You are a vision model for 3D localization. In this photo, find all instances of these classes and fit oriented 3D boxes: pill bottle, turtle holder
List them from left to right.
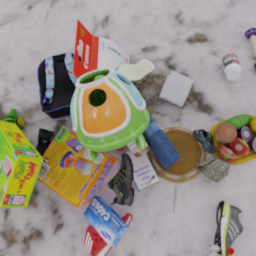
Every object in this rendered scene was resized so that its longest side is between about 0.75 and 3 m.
[{"bbox_3d":[-0.426,-0.595,7.094,1.934,1.808,2.546,-5,30,29],"label":"turtle holder"},{"bbox_3d":[3.945,-2.333,10.669,0.602,0.602,1.056,5,49,2],"label":"pill bottle"}]

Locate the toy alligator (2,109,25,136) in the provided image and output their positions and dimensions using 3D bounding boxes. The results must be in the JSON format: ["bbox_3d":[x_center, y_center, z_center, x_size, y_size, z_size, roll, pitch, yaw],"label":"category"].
[{"bbox_3d":[-4.066,0.326,9.765,0.715,0.654,2.412,-8,69,-3],"label":"toy alligator"}]

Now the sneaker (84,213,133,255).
[{"bbox_3d":[-0.694,3.127,8.616,0.987,0.669,1.708,38,74,11],"label":"sneaker"}]

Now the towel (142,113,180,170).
[{"bbox_3d":[0.833,0.252,9.098,0.547,1.257,2.252,-34,77,-10],"label":"towel"}]

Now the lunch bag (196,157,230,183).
[{"bbox_3d":[2.766,1.304,9.164,0.712,0.510,0.868,-19,33,-40],"label":"lunch bag"}]

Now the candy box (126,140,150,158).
[{"bbox_3d":[-0.126,-0.027,9.038,0.572,1.181,2.025,-35,76,0],"label":"candy box"}]

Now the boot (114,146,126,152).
[{"bbox_3d":[-0.613,0.613,9.744,0.908,0.432,1.174,32,69,17],"label":"boot"}]

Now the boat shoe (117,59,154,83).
[{"bbox_3d":[0.205,-1.903,10.043,0.748,0.626,2.094,46,41,8],"label":"boat shoe"}]

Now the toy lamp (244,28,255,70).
[{"bbox_3d":[5.151,-3.003,11.115,0.595,0.595,2.044,-5,70,-2],"label":"toy lamp"}]

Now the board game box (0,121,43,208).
[{"bbox_3d":[-3.468,0.933,8.174,2.869,0.683,1.457,30,101,49],"label":"board game box"}]

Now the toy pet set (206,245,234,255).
[{"bbox_3d":[2.447,4.298,8.225,1.583,0.900,1.696,-26,104,-9],"label":"toy pet set"}]

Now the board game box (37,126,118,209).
[{"bbox_3d":[-1.544,1.189,8.642,1.694,1.694,1.695,33,86,9],"label":"board game box"}]

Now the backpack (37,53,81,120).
[{"bbox_3d":[-2.224,-1.511,9.984,1.915,1.411,2.098,-15,74,-4],"label":"backpack"}]

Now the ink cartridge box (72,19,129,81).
[{"bbox_3d":[-0.800,-2.194,9.712,0.676,2.696,2.186,-10,66,24],"label":"ink cartridge box"}]

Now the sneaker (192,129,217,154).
[{"bbox_3d":[2.573,0.452,9.087,1.112,0.441,0.419,41,48,-19],"label":"sneaker"}]

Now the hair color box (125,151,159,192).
[{"bbox_3d":[0.413,1.376,9.479,0.746,0.442,1.365,-22,69,-9],"label":"hair color box"}]

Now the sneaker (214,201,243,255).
[{"bbox_3d":[3.134,3.251,8.621,0.762,0.696,1.883,12,70,3],"label":"sneaker"}]

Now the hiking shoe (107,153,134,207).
[{"bbox_3d":[-0.231,1.483,8.010,0.769,0.578,1.527,-2,86,7],"label":"hiking shoe"}]

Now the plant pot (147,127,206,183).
[{"bbox_3d":[1.691,0.866,9.718,2.032,0.279,2.032,-1,69,3],"label":"plant pot"}]

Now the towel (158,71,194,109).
[{"bbox_3d":[1.728,-1.398,10.258,0.961,0.497,1.161,24,76,3],"label":"towel"}]

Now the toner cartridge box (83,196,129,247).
[{"bbox_3d":[-0.696,2.757,8.385,1.513,0.327,0.718,31,91,45],"label":"toner cartridge box"}]

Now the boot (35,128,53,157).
[{"bbox_3d":[-2.934,0.649,9.517,0.513,1.386,1.136,17,93,-18],"label":"boot"}]

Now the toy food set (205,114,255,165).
[{"bbox_3d":[3.748,0.351,9.602,2.849,0.930,1.676,-21,70,-7],"label":"toy food set"}]
